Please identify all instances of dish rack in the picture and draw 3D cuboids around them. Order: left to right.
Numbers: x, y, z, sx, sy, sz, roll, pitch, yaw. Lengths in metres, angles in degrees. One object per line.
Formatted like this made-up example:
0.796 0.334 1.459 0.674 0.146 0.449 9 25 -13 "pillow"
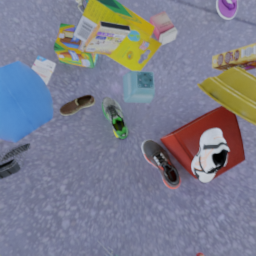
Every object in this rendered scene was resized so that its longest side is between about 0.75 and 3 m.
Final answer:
-3.095 0.814 7.241 1.027 1.340 0.365 -22 119 11 "dish rack"

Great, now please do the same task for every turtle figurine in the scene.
-0.930 5.410 9.313 2.068 1.391 2.762 -29 82 -8 "turtle figurine"

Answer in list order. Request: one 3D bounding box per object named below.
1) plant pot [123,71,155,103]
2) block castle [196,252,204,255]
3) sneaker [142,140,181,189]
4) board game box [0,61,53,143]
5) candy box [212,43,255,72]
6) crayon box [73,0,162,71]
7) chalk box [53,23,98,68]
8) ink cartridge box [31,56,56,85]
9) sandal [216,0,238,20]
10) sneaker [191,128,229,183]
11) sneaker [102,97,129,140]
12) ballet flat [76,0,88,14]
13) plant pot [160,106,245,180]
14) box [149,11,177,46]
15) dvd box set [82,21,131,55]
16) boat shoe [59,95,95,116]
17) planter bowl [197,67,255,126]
0.368 -1.244 8.146 0.849 0.865 0.847 0 80 -15 "plant pot"
2.451 5.271 9.613 1.087 0.763 1.626 36 79 6 "block castle"
1.336 1.286 10.673 0.840 0.893 2.181 -35 77 -9 "sneaker"
-3.387 -0.724 8.167 2.015 0.497 2.551 60 39 -13 "board game box"
3.744 -2.231 9.181 1.009 1.730 0.489 7 84 -31 "candy box"
-0.321 -3.125 9.398 2.643 1.678 0.671 30 51 -14 "crayon box"
-1.903 -3.404 11.840 2.023 1.263 1.254 11 74 4 "chalk box"
-3.250 -2.022 10.421 0.714 0.421 1.240 23 50 -16 "ink cartridge box"
4.717 -6.188 12.980 1.011 0.611 2.485 14 74 4 "sandal"
2.138 0.913 7.324 0.687 1.862 0.745 -11 44 -8 "sneaker"
-0.489 -0.479 11.236 0.734 0.802 1.882 -26 75 -7 "sneaker"
-2.109 -5.835 12.921 0.626 0.626 1.740 -17 74 -5 "ballet flat"
2.847 0.653 10.278 2.317 2.315 2.042 -29 87 -8 "plant pot"
1.549 -4.420 12.451 0.756 0.644 1.182 -26 76 -7 "box"
-0.663 -2.587 8.209 0.975 1.332 0.196 -3 75 -31 "dvd box set"
-2.128 -1.001 11.505 1.528 0.565 0.564 -25 75 -7 "boat shoe"
3.620 -1.127 8.739 2.726 2.726 1.135 33 111 9 "planter bowl"
